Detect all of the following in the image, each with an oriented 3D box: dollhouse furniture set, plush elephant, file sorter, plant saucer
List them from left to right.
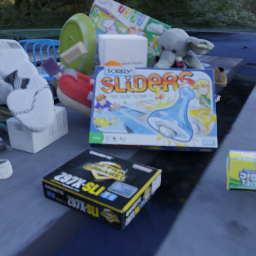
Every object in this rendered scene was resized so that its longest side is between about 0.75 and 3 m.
[{"bbox_3d":[-3.151,-2.753,11.508,1.735,1.534,2.501,1,14,14],"label":"file sorter"},{"bbox_3d":[-1.760,-1.975,8.824,1.382,1.095,0.981,-31,19,10],"label":"dollhouse furniture set"},{"bbox_3d":[-1.847,-2.775,9.593,0.345,2.218,2.218,-5,22,-39],"label":"plant saucer"},{"bbox_3d":[1.440,-2.104,8.739,2.193,2.663,2.062,22,-7,31],"label":"plush elephant"}]

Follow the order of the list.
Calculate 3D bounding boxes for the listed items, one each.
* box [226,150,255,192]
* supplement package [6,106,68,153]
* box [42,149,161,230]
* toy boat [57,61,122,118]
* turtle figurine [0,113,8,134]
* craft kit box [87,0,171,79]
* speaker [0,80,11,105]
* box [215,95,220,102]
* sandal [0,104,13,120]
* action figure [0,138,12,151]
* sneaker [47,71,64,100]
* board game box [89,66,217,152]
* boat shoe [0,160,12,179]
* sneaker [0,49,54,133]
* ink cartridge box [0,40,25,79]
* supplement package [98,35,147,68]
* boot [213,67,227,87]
[{"bbox_3d":[2.064,0.645,4.159,1.144,0.472,1.950,3,3,19],"label":"box"},{"bbox_3d":[-2.164,-0.030,6.847,0.743,0.715,1.306,10,25,21],"label":"supplement package"},{"bbox_3d":[-0.445,0.970,4.951,1.665,0.411,1.330,14,28,28],"label":"box"},{"bbox_3d":[-0.621,-1.080,7.554,2.358,1.541,1.539,25,21,-18],"label":"toy boat"},{"bbox_3d":[-3.292,-0.041,7.004,1.302,0.656,0.975,14,30,12],"label":"turtle figurine"},{"bbox_3d":[-0.294,-2.796,9.793,2.702,2.669,0.656,19,23,-11],"label":"craft kit box"},{"bbox_3d":[-3.143,-0.970,7.832,0.682,0.682,1.680,21,14,39],"label":"speaker"},{"bbox_3d":[2.640,-1.037,9.833,0.853,0.212,0.847,19,29,37],"label":"box"},{"bbox_3d":[-3.452,-0.410,7.976,2.144,0.612,0.851,17,17,2],"label":"sandal"},{"bbox_3d":[-3.114,0.356,6.231,0.939,0.479,0.558,-2,9,-8],"label":"action figure"},{"bbox_3d":[-2.510,-1.549,10.019,2.328,0.965,0.825,-12,29,-25],"label":"sneaker"},{"bbox_3d":[0.572,-0.449,6.474,2.786,1.886,0.480,1,-17,1],"label":"board game box"},{"bbox_3d":[-2.822,0.792,5.377,1.104,0.378,0.398,-1,23,-2],"label":"boat shoe"},{"bbox_3d":[-2.236,-0.660,6.696,0.951,1.454,2.530,-29,59,-9],"label":"sneaker"},{"bbox_3d":[-4.054,-1.520,7.636,2.173,0.545,1.762,-36,7,17],"label":"ink cartridge box"},{"bbox_3d":[-0.224,-1.798,9.014,1.331,2.222,1.347,-4,23,-12],"label":"supplement package"},{"bbox_3d":[4.032,-2.385,12.307,0.709,0.726,1.925,2,22,11],"label":"boot"}]
